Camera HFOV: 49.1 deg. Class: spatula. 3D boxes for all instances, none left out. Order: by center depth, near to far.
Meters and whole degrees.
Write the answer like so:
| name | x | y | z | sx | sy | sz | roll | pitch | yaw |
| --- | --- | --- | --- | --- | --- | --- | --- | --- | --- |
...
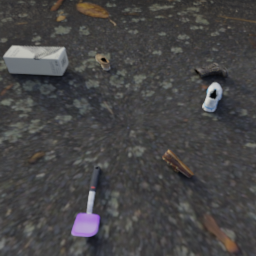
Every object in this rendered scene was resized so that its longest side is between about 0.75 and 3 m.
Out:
| name | x | y | z | sx | sy | sz | roll | pitch | yaw |
| --- | --- | --- | --- | --- | --- | --- | --- | --- | --- |
| spatula | -1.054 | 2.026 | 8.090 | 0.666 | 0.242 | 2.355 | 5 | 46 | 2 |

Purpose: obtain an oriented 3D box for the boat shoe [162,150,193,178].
| name | x | y | z | sx | sy | sz | roll | pitch | yaw |
| --- | --- | --- | --- | --- | --- | --- | --- | --- | --- |
| boat shoe | 1.548 | 1.189 | 8.809 | 1.081 | 0.380 | 0.380 | 45 | 101 | 20 |

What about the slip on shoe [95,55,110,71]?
| name | x | y | z | sx | sy | sz | roll | pitch | yaw |
| --- | --- | --- | --- | --- | --- | --- | --- | --- | --- |
| slip on shoe | -1.169 | -3.106 | 12.886 | 0.459 | 0.366 | 1.208 | -16 | 48 | -15 |

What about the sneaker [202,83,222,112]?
| name | x | y | z | sx | sy | sz | roll | pitch | yaw |
| --- | --- | --- | --- | --- | --- | --- | --- | --- | --- |
| sneaker | 3.394 | -1.345 | 10.970 | 0.601 | 0.695 | 1.603 | 18 | 49 | 11 |

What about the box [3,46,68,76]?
| name | x | y | z | sx | sy | sz | roll | pitch | yaw |
| --- | --- | --- | --- | --- | --- | --- | --- | --- | --- |
| box | -4.014 | -2.965 | 12.326 | 2.514 | 0.859 | 1.033 | 4 | 46 | 7 |

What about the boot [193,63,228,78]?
| name | x | y | z | sx | sy | sz | roll | pitch | yaw |
| --- | --- | --- | --- | --- | --- | --- | --- | --- | --- |
| boot | 3.595 | -2.386 | 12.207 | 1.092 | 0.434 | 1.255 | -19 | 40 | -16 |
